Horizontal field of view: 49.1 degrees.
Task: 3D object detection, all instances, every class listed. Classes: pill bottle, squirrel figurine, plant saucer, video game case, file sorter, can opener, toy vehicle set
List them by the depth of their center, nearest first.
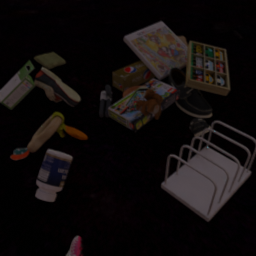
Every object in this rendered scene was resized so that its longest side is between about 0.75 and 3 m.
[{"bbox_3d":[-2.023,1.281,7.511,0.710,0.710,1.278,16,85,19],"label":"pill bottle"},{"bbox_3d":[2.310,1.031,7.801,2.290,1.426,1.589,-31,49,-34],"label":"file sorter"},{"bbox_3d":[0.694,-0.848,9.562,0.854,0.915,0.648,21,-3,43],"label":"squirrel figurine"},{"bbox_3d":[-0.908,-1.110,11.150,0.454,0.569,1.701,0,39,0],"label":"can opener"},{"bbox_3d":[3.224,-2.500,11.458,1.630,0.348,2.624,13,51,-1],"label":"toy vehicle set"},{"bbox_3d":[0.490,-1.386,11.773,1.438,0.232,1.438,0,40,0],"label":"plant saucer"},{"bbox_3d":[1.507,-3.645,12.930,2.416,0.304,2.655,-31,74,-27],"label":"video game case"}]

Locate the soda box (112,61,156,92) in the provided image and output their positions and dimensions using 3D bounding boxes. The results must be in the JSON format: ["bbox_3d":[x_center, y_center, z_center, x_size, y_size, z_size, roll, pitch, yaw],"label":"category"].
[{"bbox_3d":[0.367,-2.445,12.698,2.235,0.716,0.757,-30,48,-32],"label":"soda box"}]

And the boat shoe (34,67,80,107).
[{"bbox_3d":[-2.968,-1.535,11.458,2.818,1.003,0.882,39,95,34],"label":"boat shoe"}]

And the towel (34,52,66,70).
[{"bbox_3d":[-3.989,-3.444,14.308,1.132,0.278,1.526,-27,45,-31],"label":"towel"}]

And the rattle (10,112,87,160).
[{"bbox_3d":[-2.608,0.596,9.257,1.326,1.455,2.036,8,57,45],"label":"rattle"}]

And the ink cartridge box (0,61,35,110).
[{"bbox_3d":[-4.252,-1.695,11.067,1.866,0.553,0.969,-45,41,3],"label":"ink cartridge box"}]

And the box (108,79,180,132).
[{"bbox_3d":[0.638,-0.940,10.679,1.404,0.443,2.550,30,53,35],"label":"box"}]

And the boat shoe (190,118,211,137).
[{"bbox_3d":[2.334,-0.063,9.220,0.617,0.581,1.718,-31,-7,13],"label":"boat shoe"}]

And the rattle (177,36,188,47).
[{"bbox_3d":[2.095,-3.813,14.472,2.218,1.444,1.585,-20,12,25],"label":"rattle"}]

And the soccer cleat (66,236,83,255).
[{"bbox_3d":[-1.312,3.007,6.076,0.599,0.484,1.386,-2,39,-1],"label":"soccer cleat"}]

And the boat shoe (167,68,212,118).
[{"bbox_3d":[2.391,-1.415,11.236,1.046,0.985,2.913,-11,41,-16],"label":"boat shoe"}]
